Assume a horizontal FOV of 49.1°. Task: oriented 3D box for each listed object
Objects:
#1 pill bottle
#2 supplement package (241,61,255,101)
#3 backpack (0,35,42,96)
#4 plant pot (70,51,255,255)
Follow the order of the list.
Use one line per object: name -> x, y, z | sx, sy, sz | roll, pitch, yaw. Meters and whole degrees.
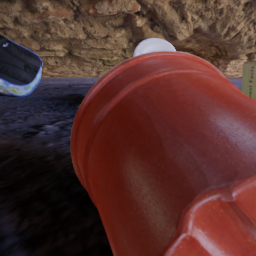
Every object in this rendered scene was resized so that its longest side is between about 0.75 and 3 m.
pill bottle -> 0.855, -1.841, 9.947 | 1.448, 1.448, 2.534 | 0, -18, 0
supplement package -> 4.370, -0.761, 6.581 | 1.667, 1.673, 2.852 | -11, 17, -33
backpack -> -6.067, -3.012, 14.555 | 2.926, 2.678, 2.150 | 23, -29, -9
plant pot -> 0.463, 0.409, 1.867 | 1.643, 1.643, 1.598 | -3, 21, -12
